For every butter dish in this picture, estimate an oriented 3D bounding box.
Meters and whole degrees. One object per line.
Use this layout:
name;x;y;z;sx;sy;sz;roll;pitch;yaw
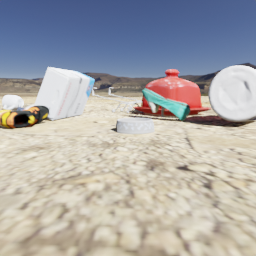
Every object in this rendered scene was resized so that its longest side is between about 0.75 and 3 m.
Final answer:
butter dish;1.917;-1.582;12.350;2.668;1.972;2.660;-6;9;-37

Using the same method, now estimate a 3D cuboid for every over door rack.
over door rack;-0.490;-1.336;14.214;2.340;0.780;1.729;27;19;22

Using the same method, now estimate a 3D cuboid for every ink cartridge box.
ink cartridge box;-2.389;-1.319;10.774;0.956;1.658;2.285;27;13;11

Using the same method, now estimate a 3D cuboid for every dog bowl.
dog bowl;0.178;-0.072;7.528;1.089;0.319;1.089;-1;8;0

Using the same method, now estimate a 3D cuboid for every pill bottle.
pill bottle;3.861;-1.036;9.218;1.641;1.641;2.957;5;5;33

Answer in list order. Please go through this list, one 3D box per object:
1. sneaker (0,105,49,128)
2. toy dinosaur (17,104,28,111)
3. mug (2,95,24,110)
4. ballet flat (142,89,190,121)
sneaker;-2.950;-0.294;8.400;0.784;0.609;1.741;14;18;33
toy dinosaur;-3.969;-0.528;10.269;1.165;0.612;1.057;-16;-5;-24
mug;-6.233;-1.291;15.087;0.935;0.788;1.067;6;40;25
ballet flat;1.231;-0.801;10.144;2.072;0.729;0.698;26;5;31
